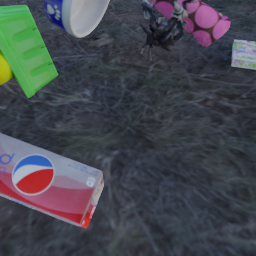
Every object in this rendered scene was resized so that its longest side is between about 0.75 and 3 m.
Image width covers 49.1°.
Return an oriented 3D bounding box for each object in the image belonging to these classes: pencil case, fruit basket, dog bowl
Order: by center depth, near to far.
[{"bbox_3d":[-2.775,-1.577,6.242,2.052,2.052,1.480,-15,38,-15],"label":"fruit basket"},{"bbox_3d":[1.341,-2.833,6.583,2.119,0.962,0.993,34,52,-14],"label":"pencil case"},{"bbox_3d":[-1.367,-3.848,8.027,0.891,2.262,2.262,30,49,8],"label":"dog bowl"}]

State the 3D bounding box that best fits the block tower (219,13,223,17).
[{"bbox_3d":[2.358,-3.177,8.501,1.224,0.330,0.354,-16,66,-22],"label":"block tower"}]

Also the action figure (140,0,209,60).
[{"bbox_3d":[0.835,-2.289,5.690,1.070,1.800,0.919,28,23,-37],"label":"action figure"}]

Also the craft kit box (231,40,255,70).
[{"bbox_3d":[4.827,-2.780,10.704,1.634,0.396,1.614,11,47,12],"label":"craft kit box"}]

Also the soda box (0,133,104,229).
[{"bbox_3d":[-1.229,0.495,3.115,1.857,0.650,0.589,19,68,6],"label":"soda box"}]
